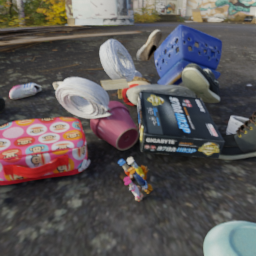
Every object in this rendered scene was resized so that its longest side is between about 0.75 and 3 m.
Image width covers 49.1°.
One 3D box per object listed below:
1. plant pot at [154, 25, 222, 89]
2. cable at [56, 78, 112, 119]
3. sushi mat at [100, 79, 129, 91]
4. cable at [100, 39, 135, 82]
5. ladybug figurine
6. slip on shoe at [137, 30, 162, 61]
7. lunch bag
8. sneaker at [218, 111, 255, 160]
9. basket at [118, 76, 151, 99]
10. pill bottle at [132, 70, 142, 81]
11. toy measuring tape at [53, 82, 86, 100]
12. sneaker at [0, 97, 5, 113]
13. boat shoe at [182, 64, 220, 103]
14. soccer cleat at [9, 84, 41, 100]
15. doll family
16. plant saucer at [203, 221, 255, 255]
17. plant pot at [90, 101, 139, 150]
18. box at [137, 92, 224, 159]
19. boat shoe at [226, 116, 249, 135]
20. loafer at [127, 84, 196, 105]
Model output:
[{"bbox_3d":[2.903,-3.048,13.697,2.553,2.553,2.296,12,66,-21],"label":"plant pot"},{"bbox_3d":[-1.397,-0.907,8.712,1.622,1.622,0.561,-11,47,43],"label":"cable"},{"bbox_3d":[-0.454,-1.492,9.634,0.964,0.058,0.461,-10,57,-25],"label":"sushi mat"},{"bbox_3d":[-0.371,-2.516,10.733,0.598,1.727,1.728,-26,-12,26],"label":"cable"},{"bbox_3d":[0.399,-1.478,12.770,1.919,1.302,0.690,-12,42,49],"label":"ladybug figurine"},{"bbox_3d":[0.970,-3.242,11.119,0.489,0.613,1.613,24,62,31],"label":"slip on shoe"},{"bbox_3d":[-2.642,0.674,8.367,2.846,1.166,2.507,-7,27,-14],"label":"lunch bag"},{"bbox_3d":[3.740,0.042,8.764,2.925,1.554,1.094,-7,23,24],"label":"sneaker"},{"bbox_3d":[0.342,-2.102,14.148,1.563,1.116,1.165,7,28,12],"label":"basket"},{"bbox_3d":[-0.081,-3.038,16.225,0.988,0.988,1.803,-18,31,-32],"label":"pill bottle"},{"bbox_3d":[-2.508,-1.568,11.836,2.706,0.995,0.995,10,26,36],"label":"toy measuring tape"},{"bbox_3d":[-6.638,-0.809,11.719,1.466,0.978,2.559,9,25,22],"label":"sneaker"},{"bbox_3d":[3.065,-1.966,11.604,1.055,0.994,2.939,8,-12,38],"label":"boat shoe"},{"bbox_3d":[-5.192,-1.890,14.273,0.773,0.626,1.791,11,28,22],"label":"soccer cleat"},{"bbox_3d":[0.286,1.331,7.500,0.624,0.859,1.384,-33,28,6],"label":"doll family"},{"bbox_3d":[2.531,2.474,5.612,1.950,0.375,1.950,0,25,0],"label":"plant saucer"},{"bbox_3d":[-0.366,0.019,9.621,1.463,1.463,1.309,-17,45,-31],"label":"plant pot"},{"bbox_3d":[1.545,-0.202,9.334,2.381,0.689,2.995,6,31,-4],"label":"box"},{"bbox_3d":[4.858,0.175,9.718,2.724,0.890,1.002,10,28,20],"label":"boat shoe"},{"bbox_3d":[1.383,-1.334,11.468,2.968,1.038,1.036,4,18,-23],"label":"loafer"}]
